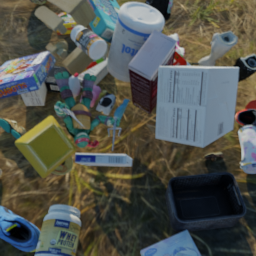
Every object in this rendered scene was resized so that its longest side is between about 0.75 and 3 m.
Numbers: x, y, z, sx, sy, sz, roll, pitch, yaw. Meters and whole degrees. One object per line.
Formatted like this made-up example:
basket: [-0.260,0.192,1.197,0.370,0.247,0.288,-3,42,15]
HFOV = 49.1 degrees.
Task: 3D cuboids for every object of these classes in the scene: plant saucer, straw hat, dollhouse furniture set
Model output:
plant saucer: [-2.137,0.504,7.559,1.263,1.263,0.306,-43,20,-28]
straw hat: [-2.193,0.952,8.890,1.051,1.051,0.445,2,30,1]
dollhouse furniture set: [-2.211,-3.526,10.263,2.047,2.153,1.754,-46,57,-4]

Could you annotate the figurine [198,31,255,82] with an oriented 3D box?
figurine: [3.698,-2.391,10.746,0.863,1.956,2.005,-35,78,-26]

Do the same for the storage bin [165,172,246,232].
storage bin: [2.505,2.484,9.395,2.277,1.068,1.540,-5,54,-4]

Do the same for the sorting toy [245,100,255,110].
sorting toy: [6.221,-0.270,11.766,2.612,0.906,0.900,44,36,24]

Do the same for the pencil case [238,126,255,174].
pencil case: [4.725,0.831,10.779,0.856,0.784,1.886,-4,52,22]

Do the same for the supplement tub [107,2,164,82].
supplement tub: [0.207,-3.151,10.493,1.656,2.510,1.656,9,49,-10]

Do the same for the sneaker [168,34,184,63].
sneaker: [2.061,-3.672,13.970,1.187,1.095,2.691,-5,46,-2]

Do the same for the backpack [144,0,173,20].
backpack: [1.328,-5.355,11.607,1.236,1.481,0.937,16,30,9]

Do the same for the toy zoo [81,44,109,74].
toy zoo: [-1.564,-2.753,11.530,1.706,0.175,1.120,-23,37,24]

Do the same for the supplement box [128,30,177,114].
supplement box: [0.837,-1.794,9.811,0.883,2.899,1.578,31,75,14]

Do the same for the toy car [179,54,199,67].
toy car: [2.396,-2.486,11.459,0.936,0.769,0.738,7,58,1]

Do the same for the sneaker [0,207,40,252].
sneaker: [-3.948,3.069,8.996,2.659,1.042,0.876,21,58,16]

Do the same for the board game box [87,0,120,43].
board game box: [-0.934,-4.714,11.777,2.157,0.671,2.858,2,54,-51]

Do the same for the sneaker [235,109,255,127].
sneaker: [5.401,-0.314,11.084,2.273,0.961,0.852,2,86,29]

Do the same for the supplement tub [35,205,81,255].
supplement tub: [-2.125,3.343,8.675,1.182,1.182,1.638,4,55,3]

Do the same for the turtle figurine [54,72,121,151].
turtle figurine: [-1.386,-0.401,8.260,1.961,1.319,2.620,9,55,-41]

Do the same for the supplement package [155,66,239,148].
supplement package: [2.204,-0.812,8.686,1.524,2.140,2.748,11,16,35]

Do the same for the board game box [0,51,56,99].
board game box: [-3.615,-1.816,9.421,1.839,0.468,2.717,-12,31,6]

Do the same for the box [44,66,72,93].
box: [-3.246,-2.267,13.128,0.876,0.632,1.180,9,54,6]

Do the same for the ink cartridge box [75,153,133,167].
ink cartridge box: [-0.547,0.819,6.925,1.233,1.236,0.251,0,80,9]

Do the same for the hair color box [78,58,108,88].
hair color box: [-1.679,-2.694,13.474,0.955,0.585,1.929,27,57,18]

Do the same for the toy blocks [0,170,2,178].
toy blocks: [-5.642,1.803,10.197,1.558,0.566,1.299,18,56,13]

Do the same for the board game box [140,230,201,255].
board game box: [1.466,4.243,8.527,1.673,0.363,1.665,-18,56,-13]

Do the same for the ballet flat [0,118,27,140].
ballet flat: [-4.720,0.032,11.614,1.559,0.550,0.509,35,35,20]

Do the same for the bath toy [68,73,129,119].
bath toy: [-1.188,-1.147,9.941,2.393,1.041,0.885,25,94,-4]

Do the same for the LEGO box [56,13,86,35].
LEGO box: [-3.255,-5.943,15.817,1.646,0.635,1.226,-10,54,-7]

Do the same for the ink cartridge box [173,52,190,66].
ink cartridge box: [2.053,-2.009,10.964,1.626,1.302,0.384,45,65,-1]

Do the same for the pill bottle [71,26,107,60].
pill bottle: [-1.148,-2.468,8.038,0.615,0.615,1.056,-36,62,-23]

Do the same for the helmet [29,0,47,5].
helmet: [-5.514,-8.272,16.991,1.527,1.527,1.456,3,75,2]

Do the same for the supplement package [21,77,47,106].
supplement package: [-4.208,-1.929,12.537,0.840,1.180,1.515,-2,54,-2]

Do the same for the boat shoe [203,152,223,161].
boat shoe: [3.323,1.146,10.866,0.775,0.279,0.279,-5,52,-11]
